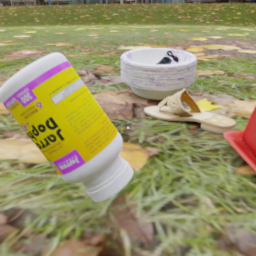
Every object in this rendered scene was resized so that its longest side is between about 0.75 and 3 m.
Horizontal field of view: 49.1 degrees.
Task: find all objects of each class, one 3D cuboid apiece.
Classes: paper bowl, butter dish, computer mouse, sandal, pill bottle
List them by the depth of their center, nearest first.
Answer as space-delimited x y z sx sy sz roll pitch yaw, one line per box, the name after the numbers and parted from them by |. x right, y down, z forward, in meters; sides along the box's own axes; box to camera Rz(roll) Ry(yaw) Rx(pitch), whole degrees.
-0.855 0.056 4.347 1.148 2.202 1.148 -34 12 8 | pill bottle
3.905 -0.043 5.908 2.797 2.073 2.805 -2 24 -6 | butter dish
1.855 -0.703 8.678 3.010 0.990 1.104 19 30 35 | sandal
1.343 -2.298 10.144 0.946 0.249 0.655 -40 59 5 | computer mouse
1.156 -2.121 11.075 2.919 1.518 2.919 1 28 -1 | paper bowl
